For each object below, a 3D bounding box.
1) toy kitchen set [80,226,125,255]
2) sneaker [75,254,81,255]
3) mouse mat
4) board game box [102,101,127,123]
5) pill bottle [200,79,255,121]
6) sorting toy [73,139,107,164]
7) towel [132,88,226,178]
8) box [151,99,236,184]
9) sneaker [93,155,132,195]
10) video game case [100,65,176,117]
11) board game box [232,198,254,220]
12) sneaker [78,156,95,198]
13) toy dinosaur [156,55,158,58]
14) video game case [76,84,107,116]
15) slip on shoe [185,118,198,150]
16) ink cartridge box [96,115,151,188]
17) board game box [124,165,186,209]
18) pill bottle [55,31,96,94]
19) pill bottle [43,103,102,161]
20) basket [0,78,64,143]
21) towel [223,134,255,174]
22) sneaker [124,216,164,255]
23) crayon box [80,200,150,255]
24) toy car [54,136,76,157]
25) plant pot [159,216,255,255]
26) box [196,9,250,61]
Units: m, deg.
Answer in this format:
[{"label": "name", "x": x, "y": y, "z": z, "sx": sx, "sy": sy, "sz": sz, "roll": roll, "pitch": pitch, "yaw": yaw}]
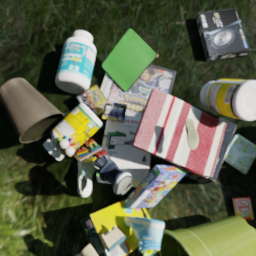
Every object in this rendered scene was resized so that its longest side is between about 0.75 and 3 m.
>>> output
[{"label": "toy kitchen set", "x": -0.695, "y": 3.831, "z": 8.383, "sx": 1.241, "sy": 1.549, "sz": 0.912, "roll": -29, "pitch": 67, "yaw": -30}, {"label": "sneaker", "x": -2.456, "y": 4.847, "z": 9.125, "sx": 2.714, "sy": 1.210, "sz": 1.066, "roll": -21, "pitch": 69, "yaw": -8}, {"label": "mouse mat", "x": -0.005, "y": -2.683, "z": 11.160, "sx": 1.664, "sy": 0.078, "sz": 2.068, "roll": 48, "pitch": 115, "yaw": 11}, {"label": "board game box", "x": -0.490, "y": -0.586, "z": 10.264, "sx": 0.817, "sy": 0.232, "sz": 0.675, "roll": 10, "pitch": 86, "yaw": 10}, {"label": "pill bottle", "x": 3.473, "y": -1.017, "z": 9.520, "sx": 1.269, "sy": 2.221, "sz": 1.269, "roll": -3, "pitch": 103, "yaw": -16}, {"label": "sorting toy", "x": -1.436, "y": 0.765, "z": 9.768, "sx": 0.925, "sy": 1.918, "sz": 0.324, "roll": -28, "pitch": 108, "yaw": -17}, {"label": "towel", "x": 1.735, "y": 0.188, "z": 9.219, "sx": 2.920, "sy": 0.332, "sz": 2.103, "roll": 24, "pitch": 75, "yaw": -12}, {"label": "box", "x": 2.377, "y": 0.541, "z": 10.425, "sx": 2.262, "sy": 1.426, "sz": 2.301, "roll": 26, "pitch": 74, "yaw": 4}, {"label": "sneaker", "x": -0.479, "y": 1.242, "z": 7.795, "sx": 0.639, "sy": 1.682, "sz": 1.215, "roll": -42, "pitch": 76, "yaw": -13}, {"label": "video game case", "x": 0.305, "y": -1.550, "z": 11.720, "sx": 2.887, "sy": 0.368, "sz": 2.609, "roll": 15, "pitch": 72, "yaw": 5}, {"label": "board game box", "x": 4.230, "y": 2.987, "z": 10.308, "sx": 0.604, "sy": 0.185, "sz": 0.797, "roll": -4, "pitch": 72, "yaw": -1}, {"label": "sneaker", "x": -1.600, "y": 1.646, "z": 10.436, "sx": 0.674, "sy": 0.792, "sz": 1.791, "roll": -2, "pitch": 71, "yaw": 1}, {"label": "toy dinosaur", "x": 0.711, "y": -3.044, "z": 11.617, "sx": 0.996, "sy": 0.676, "sz": 0.509, "roll": 28, "pitch": 74, "yaw": -4}, {"label": "video game case", "x": -1.387, "y": -1.035, "z": 11.195, "sx": 0.996, "sy": 0.141, "sz": 1.102, "roll": -32, "pitch": 85, "yaw": -3}, {"label": "slip on shoe", "x": 1.818, "y": 0.183, "z": 8.078, "sx": 0.335, "sy": 0.277, "sz": 0.905, "roll": -8, "pitch": 74, "yaw": 1}, {"label": "ink cartridge box", "x": -0.053, "y": 0.826, "z": 10.426, "sx": 1.838, "sy": 1.061, "sz": 2.516, "roll": 7, "pitch": 66, "yaw": 4}, {"label": "board game box", "x": 0.886, "y": 1.994, "z": 9.317, "sx": 1.886, "sy": 1.277, "sz": 0.325, "roll": -53, "pitch": 48, "yaw": 26}, {"label": "pill bottle", "x": -2.107, "y": -2.751, "z": 11.594, "sx": 1.362, "sy": 1.362, "sz": 2.459, "roll": 7, "pitch": 72, "yaw": 2}, {"label": "pill bottle", "x": -2.047, "y": 0.184, "z": 10.225, "sx": 2.062, "sy": 1.163, "sz": 1.163, "roll": -44, "pitch": 77, "yaw": -7}, {"label": "basket", "x": -3.590, "y": -0.714, "z": 10.023, "sx": 1.777, "sy": 1.341, "sz": 1.971, "roll": -32, "pitch": 74, "yaw": -31}, {"label": "towel", "x": 4.389, "y": 0.995, "z": 10.912, "sx": 1.076, "sy": 0.303, "sz": 1.257, "roll": 34, "pitch": 75, "yaw": 11}, {"label": "sneaker", "x": 0.374, "y": 3.295, "z": 8.536, "sx": 0.662, "sy": 1.665, "sz": 1.087, "roll": 17, "pitch": 72, "yaw": -31}, {"label": "crayon box", "x": -0.225, "y": 3.365, "z": 9.397, "sx": 2.496, "sy": 0.634, "sz": 1.585, "roll": -6, "pitch": 64, "yaw": -49}, {"label": "toy car", "x": -2.052, "y": 0.580, "z": 9.392, "sx": 0.565, "sy": 0.659, "sz": 0.754, "roll": -46, "pitch": 113, "yaw": -30}, {"label": "plant pot", "x": 2.757, "y": 4.092, "z": 8.865, "sx": 2.622, "sy": 2.761, "sz": 2.761, "roll": -16, "pitch": 72, "yaw": -21}, {"label": "box", "x": 4.190, "y": -4.172, "z": 12.523, "sx": 1.828, "sy": 0.497, "sz": 2.282, "roll": -7, "pitch": 72, "yaw": -2}]
